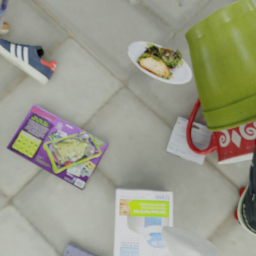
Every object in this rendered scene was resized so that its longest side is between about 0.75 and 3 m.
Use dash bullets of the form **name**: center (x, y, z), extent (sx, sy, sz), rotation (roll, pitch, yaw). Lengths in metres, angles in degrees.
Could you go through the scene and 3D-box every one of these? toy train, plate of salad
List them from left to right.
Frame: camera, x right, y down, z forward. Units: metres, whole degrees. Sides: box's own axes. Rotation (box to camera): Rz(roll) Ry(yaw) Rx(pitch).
- **plate of salad**: center (0.606, -1.253, 5.076), extent (1.280, 0.307, 1.280), rotation (14, 42, -13)
- **toy train**: center (3.612, 1.854, 7.673), extent (0.773, 1.057, 1.827), rotation (17, 80, 3)

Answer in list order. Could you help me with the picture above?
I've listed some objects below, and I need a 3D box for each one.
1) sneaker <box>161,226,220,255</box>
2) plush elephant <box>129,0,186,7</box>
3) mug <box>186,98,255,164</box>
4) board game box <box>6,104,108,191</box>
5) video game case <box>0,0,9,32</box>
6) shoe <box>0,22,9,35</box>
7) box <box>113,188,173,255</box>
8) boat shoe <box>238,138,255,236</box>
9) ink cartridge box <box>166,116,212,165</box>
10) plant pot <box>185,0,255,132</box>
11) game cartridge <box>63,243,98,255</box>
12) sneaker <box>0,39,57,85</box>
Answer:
- **sneaker**: center (1.180, 2.585, 4.682), extent (0.969, 2.575, 1.139), rotation (18, 91, -22)
- **plush elephant**: center (0.518, -3.544, 6.233), extent (2.326, 1.916, 1.801), rotation (-20, 67, 20)
- **mug**: center (2.811, -0.388, 7.792), extent (2.268, 1.704, 2.555), rotation (-6, 75, -13)
- **board game box**: center (-2.068, 0.555, 8.302), extent (2.586, 0.418, 1.552), rotation (28, 84, 5)
- **video game case**: center (-3.109, -2.474, 5.889), extent (0.272, 2.090, 2.296), rotation (27, 35, -12)
- **shoe**: center (-5.120, -2.997, 8.870), extent (2.727, 0.953, 0.728), rotation (-3, 122, -2)
- **box**: center (0.373, 2.943, 7.308), extent (1.477, 1.331, 2.625), rotation (2, 79, 2)
- **boat shoe**: center (2.426, 0.282, 4.144), extent (1.039, 0.922, 2.781), rotation (28, 82, 22)
- **ink cartridge box**: center (1.839, 0.377, 8.387), extent (1.128, 0.249, 1.148), rotation (20, 77, 5)
- **plant pot**: center (2.303, -1.381, 5.962), extent (2.246, 2.246, 2.163), rotation (-26, 93, -5)
- **game cartridge**: center (-1.457, 4.363, 7.552), extent (1.323, 0.392, 2.041), rotation (22, 79, 8)
- **sneaker**: center (-3.193, -2.317, 8.657), extent (2.214, 0.830, 0.936), rotation (36, 82, -3)
